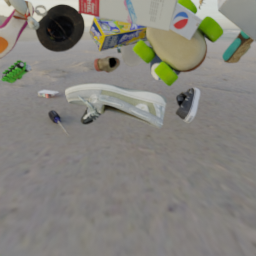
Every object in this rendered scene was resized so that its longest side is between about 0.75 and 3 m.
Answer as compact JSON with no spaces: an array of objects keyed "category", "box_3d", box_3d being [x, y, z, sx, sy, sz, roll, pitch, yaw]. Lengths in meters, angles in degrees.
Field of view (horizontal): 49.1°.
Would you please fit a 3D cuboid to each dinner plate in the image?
[{"category":"dinner plate","box_3d":[0.761,-3.884,11.778,0.355,2.928,2.928,35,36,22]}]

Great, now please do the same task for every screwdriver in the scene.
[{"category":"screwdriver","box_3d":[-2.379,-0.125,9.924,0.390,0.374,2.684,24,7,-37]}]

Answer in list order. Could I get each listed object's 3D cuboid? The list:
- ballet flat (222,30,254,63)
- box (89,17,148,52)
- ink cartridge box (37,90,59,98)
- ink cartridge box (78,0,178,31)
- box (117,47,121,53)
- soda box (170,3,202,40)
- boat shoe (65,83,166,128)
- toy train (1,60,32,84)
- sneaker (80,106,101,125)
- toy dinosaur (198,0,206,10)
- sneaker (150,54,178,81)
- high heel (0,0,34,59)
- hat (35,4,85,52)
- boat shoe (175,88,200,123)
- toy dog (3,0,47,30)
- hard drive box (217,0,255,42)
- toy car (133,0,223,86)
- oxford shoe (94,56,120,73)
[{"category":"ballet flat","box_3d":[4.174,-3.113,9.854,0.665,2.036,0.718,9,50,-26]},{"category":"box","box_3d":[-0.025,-3.274,9.228,2.365,0.829,0.760,-21,-14,-30]},{"category":"ink cartridge box","box_3d":[-3.954,-1.665,13.892,0.953,0.240,0.519,10,24,20]},{"category":"ink cartridge box","box_3d":[0.067,-2.477,5.042,1.669,0.691,1.217,13,49,2]},{"category":"box","box_3d":[-0.212,-4.154,13.027,0.351,1.272,1.863,-18,19,-14]},{"category":"soda box","box_3d":[0.894,-2.654,6.433,1.641,0.559,0.523,15,28,-34]},{"category":"boat shoe","box_3d":[-0.248,-0.417,5.229,1.896,0.608,0.699,8,-8,-3]},{"category":"toy train","box_3d":[-4.188,-2.047,10.446,0.564,0.417,2.001,16,-16,-39]},{"category":"sneaker","box_3d":[-0.873,-0.602,6.879,1.071,0.402,0.619,-43,69,-11]},{"category":"toy dinosaur","box_3d":[2.975,-5.151,11.223,0.220,0.756,0.382,11,8,-28]},{"category":"sneaker","box_3d":[1.836,-2.259,9.988,2.105,0.848,1.541,-8,57,6]},{"category":"high heel","box_3d":[-3.959,-3.245,9.402,0.788,2.339,1.122,29,8,-19]},{"category":"hat","box_3d":[-2.635,-3.854,11.275,1.994,1.994,0.804,1,-8,1]},{"category":"boat shoe","box_3d":[1.458,-0.673,7.135,0.503,0.531,1.518,28,40,-2]},{"category":"toy dog","box_3d":[-2.801,-3.193,7.351,1.175,0.775,0.566,33,0,-5]},{"category":"hard drive box","box_3d":[3.710,-3.211,8.007,2.310,0.887,1.800,33,37,-9]},{"category":"toy car","box_3d":[1.619,-2.256,8.280,1.858,1.935,2.355,50,15,20]},{"category":"oxford shoe","box_3d":[-0.763,-3.005,13.240,0.812,0.765,2.173,-2,17,24]}]
